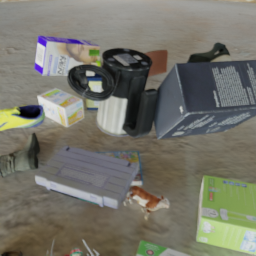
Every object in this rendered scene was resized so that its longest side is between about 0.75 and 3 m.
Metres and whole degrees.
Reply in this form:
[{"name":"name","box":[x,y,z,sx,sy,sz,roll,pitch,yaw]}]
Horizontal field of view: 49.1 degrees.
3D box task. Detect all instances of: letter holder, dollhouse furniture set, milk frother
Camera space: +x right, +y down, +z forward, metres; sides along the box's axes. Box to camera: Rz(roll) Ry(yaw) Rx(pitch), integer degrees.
[{"name":"letter holder","box":[1.245,-4.133,17.413,2.202,1.565,1.107,-18,37,-25]},{"name":"dollhouse furniture set","box":[-1.318,-2.701,11.337,0.420,1.088,0.544,0,68,1]},{"name":"milk frother","box":[-0.545,-0.781,7.708,2.349,2.210,2.120,-3,38,-18]}]

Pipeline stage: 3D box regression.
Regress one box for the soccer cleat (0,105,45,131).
[{"name":"soccer cleat","box":[-2.932,-0.255,6.625,1.925,0.805,0.622,-10,68,-31]}]

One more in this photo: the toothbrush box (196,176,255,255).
[{"name":"toothbrush box","box":[3.194,2.434,7.819,2.365,1.018,1.722,7,33,13]}]

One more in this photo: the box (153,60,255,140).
[{"name":"box","box":[1.973,-0.662,7.302,2.223,2.186,1.305,-6,75,-14]}]

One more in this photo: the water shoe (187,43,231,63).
[{"name":"water shoe","box":[2.187,-1.886,9.281,2.462,0.880,0.972,-22,61,32]}]

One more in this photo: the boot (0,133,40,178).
[{"name":"boot","box":[-4.094,0.937,10.497,1.367,0.709,2.093,-11,33,-7]}]

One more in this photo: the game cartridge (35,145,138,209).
[{"name":"game cartridge","box":[-1.344,1.558,9.302,2.935,0.563,1.903,12,39,18]}]

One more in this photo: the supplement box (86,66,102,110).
[{"name":"supplement box","box":[-1.432,-2.017,13.997,1.163,1.731,1.733,2,33,2]}]

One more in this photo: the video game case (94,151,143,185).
[{"name":"video game case","box":[-0.722,1.438,10.101,2.364,0.210,1.692,-2,33,-2]}]

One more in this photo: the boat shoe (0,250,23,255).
[{"name":"boat shoe","box":[-3.132,3.312,7.177,0.853,0.257,0.315,-1,33,-2]}]

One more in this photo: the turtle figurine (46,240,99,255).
[{"name":"turtle figurine","box":[-1.160,3.402,6.477,1.339,0.901,1.789,-18,50,-5]}]

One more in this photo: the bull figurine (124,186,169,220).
[{"name":"bull figurine","box":[0.554,2.270,8.600,1.388,0.452,0.843,22,39,30]}]

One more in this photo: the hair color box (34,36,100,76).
[{"name":"hair color box","box":[-2.388,-2.819,11.188,2.429,1.327,0.787,-12,37,-44]}]

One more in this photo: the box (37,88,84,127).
[{"name":"box","box":[-3.120,-0.975,13.072,1.963,0.995,1.104,25,42,33]}]

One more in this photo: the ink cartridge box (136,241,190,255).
[{"name":"ink cartridge box","box":[0.623,3.635,6.210,1.323,0.762,1.812,12,35,17]}]
